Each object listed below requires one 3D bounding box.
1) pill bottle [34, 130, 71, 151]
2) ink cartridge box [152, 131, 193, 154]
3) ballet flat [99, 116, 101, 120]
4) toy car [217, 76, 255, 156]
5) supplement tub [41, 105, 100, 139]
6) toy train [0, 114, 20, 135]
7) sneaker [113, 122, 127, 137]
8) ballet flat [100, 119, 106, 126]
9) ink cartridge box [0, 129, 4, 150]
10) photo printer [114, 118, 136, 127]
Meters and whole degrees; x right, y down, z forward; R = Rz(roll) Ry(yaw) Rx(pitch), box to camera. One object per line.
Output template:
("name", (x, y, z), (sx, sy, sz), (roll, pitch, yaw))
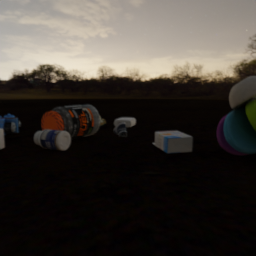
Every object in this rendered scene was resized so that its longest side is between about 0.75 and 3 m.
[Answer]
("pill bottle", (-2.636, 0.401, 9.628), (1.202, 0.667, 0.667), (4, 10, 28))
("ink cartridge box", (1.490, 0.441, 9.800), (0.902, 0.532, 1.567), (-2, 9, -14))
("ballet flat", (-1.912, -0.509, 15.846), (0.705, 0.685, 1.981), (1, 4, -9))
("toy car", (3.827, -0.077, 8.645), (2.199, 2.566, 2.932), (-35, -9, 28))
("supplement tub", (-2.308, -0.221, 11.417), (1.363, 1.363, 2.225), (6, 11, 34))
("toy train", (-5.893, -0.085, 12.376), (2.078, 0.901, 1.187), (0, 17, -14))
("sneaker", (-0.298, 0.188, 10.430), (0.337, 0.521, 0.960), (-4, -23, -19))
("ballet flat", (-1.491, -0.316, 15.575), (0.337, 0.309, 0.981), (1, 9, 10))
("ink cartridge box", (-4.900, 0.483, 8.854), (1.279, 0.723, 1.746), (0, 9, -2))
("photo printer", (-0.136, -0.312, 15.194), (0.977, 0.408, 1.175), (3, 9, 17))
